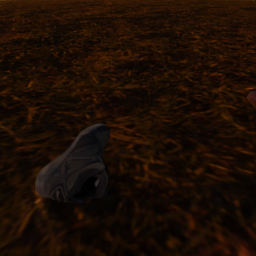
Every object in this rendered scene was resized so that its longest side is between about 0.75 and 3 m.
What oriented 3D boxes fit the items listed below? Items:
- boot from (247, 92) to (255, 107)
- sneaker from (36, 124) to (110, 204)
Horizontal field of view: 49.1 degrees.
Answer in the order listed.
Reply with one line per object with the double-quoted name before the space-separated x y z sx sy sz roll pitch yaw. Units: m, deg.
"boot" 3.748 -0.228 6.653 2.110 0.918 2.537 38 18 31
"sneaker" -0.730 0.746 5.881 1.269 0.847 2.216 15 36 21
